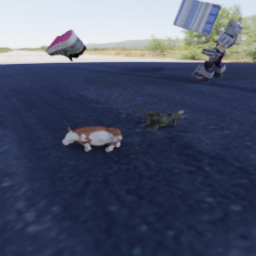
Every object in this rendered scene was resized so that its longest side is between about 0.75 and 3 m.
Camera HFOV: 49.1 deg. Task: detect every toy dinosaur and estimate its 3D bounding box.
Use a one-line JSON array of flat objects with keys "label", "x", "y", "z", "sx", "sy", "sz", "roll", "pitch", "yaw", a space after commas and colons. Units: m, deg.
[{"label": "toy dinosaur", "x": 1.166, "y": -0.374, "z": 11.190, "sx": 2.087, "sy": 0.803, "sz": 1.068, "roll": 7, "pitch": 6, "yaw": 40}]

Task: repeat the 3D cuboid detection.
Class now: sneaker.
[{"label": "sneaker", "x": -2.446, "y": -3.077, "z": 11.044, "sx": 1.049, "sy": 0.885, "sz": 2.399, "roll": 40, "pitch": -22, "yaw": -32}]

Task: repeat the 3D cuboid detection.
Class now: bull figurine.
[{"label": "bull figurine", "x": -1.101, "y": 0.319, "z": 8.807, "sx": 1.928, "sy": 0.628, "sz": 1.171, "roll": -5, "pitch": 20, "yaw": -10}]

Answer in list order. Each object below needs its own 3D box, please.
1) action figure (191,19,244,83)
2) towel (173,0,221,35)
[{"label": "action figure", "x": 3.587, "y": -3.056, "z": 11.144, "sx": 1.930, "sy": 2.966, "sz": 1.029, "roll": -36, "pitch": 68, "yaw": -25}, {"label": "towel", "x": 1.915, "y": -3.183, "z": 7.927, "sx": 1.190, "sy": 0.874, "sz": 0.142, "roll": 27, "pitch": 11, "yaw": 26}]
